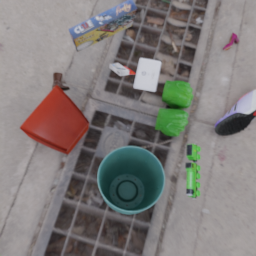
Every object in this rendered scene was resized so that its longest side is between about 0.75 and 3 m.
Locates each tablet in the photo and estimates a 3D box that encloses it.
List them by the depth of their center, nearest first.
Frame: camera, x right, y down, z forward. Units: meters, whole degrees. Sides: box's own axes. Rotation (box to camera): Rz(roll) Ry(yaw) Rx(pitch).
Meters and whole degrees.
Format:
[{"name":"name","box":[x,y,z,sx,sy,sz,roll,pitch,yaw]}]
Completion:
[{"name":"tablet","box":[0.795,-2.196,11.556,0.930,0.098,1.429,11,72,4]}]

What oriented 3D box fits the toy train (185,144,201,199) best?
[{"name":"toy train","box":[1.543,1.019,6.713,0.376,0.278,1.334,19,69,-39]}]

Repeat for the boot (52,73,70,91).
[{"name":"boot","box":[-2.718,-1.921,11.402,0.747,0.257,0.801,2,67,-1]}]

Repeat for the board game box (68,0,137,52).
[{"name":"board game box","box":[-0.859,-3.447,9.572,2.264,1.534,0.392,-28,93,-5]}]

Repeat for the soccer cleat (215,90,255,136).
[{"name":"soccer cleat","box":[4.408,-0.671,10.738,2.764,0.943,1.012,-33,38,2]}]

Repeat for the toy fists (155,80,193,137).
[{"name":"toy fists","box":[1.814,-0.749,10.746,1.148,0.775,2.253,12,73,11]}]

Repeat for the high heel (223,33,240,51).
[{"name":"high heel","box":[4.272,-3.652,11.898,1.029,0.347,0.494,-33,84,-25]}]

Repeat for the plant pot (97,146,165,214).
[{"name":"plant pot","box":[0.020,1.890,9.287,2.087,1.675,2.087,3,62,-5]}]

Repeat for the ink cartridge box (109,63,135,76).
[{"name":"ink cartridge box","box":[-0.184,-2.104,10.015,0.688,0.175,0.781,-14,39,-30]}]

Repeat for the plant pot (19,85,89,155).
[{"name":"plant pot","box":[-2.429,-0.071,10.030,1.658,1.882,1.880,36,75,-1]}]
